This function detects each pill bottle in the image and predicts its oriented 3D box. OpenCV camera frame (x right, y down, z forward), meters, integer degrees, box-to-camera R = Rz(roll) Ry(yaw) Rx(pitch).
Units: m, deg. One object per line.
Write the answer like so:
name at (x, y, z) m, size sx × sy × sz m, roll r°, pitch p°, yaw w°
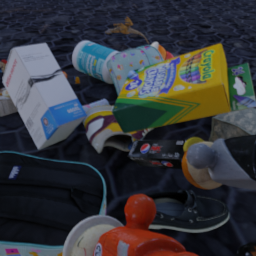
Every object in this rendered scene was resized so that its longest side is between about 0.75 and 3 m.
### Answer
pill bottle at (-0.985, -2.554, 11.157) m, size 2.325 × 1.288 × 1.288 m, roll 25°, pitch 42°, yaw 24°

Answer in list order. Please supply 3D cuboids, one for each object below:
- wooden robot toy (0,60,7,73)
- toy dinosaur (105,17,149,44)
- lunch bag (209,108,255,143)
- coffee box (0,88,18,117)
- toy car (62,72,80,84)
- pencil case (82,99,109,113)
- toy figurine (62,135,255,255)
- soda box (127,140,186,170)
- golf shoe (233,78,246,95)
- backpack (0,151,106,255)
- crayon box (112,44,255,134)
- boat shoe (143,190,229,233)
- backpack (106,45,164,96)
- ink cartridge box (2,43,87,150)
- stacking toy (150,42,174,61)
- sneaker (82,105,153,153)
wooden robot toy at (-4.970, -2.542, 11.919) m, size 0.652 × 0.633 × 1.436 m, roll -17°, pitch 37°, yaw -41°
toy dinosaur at (0.002, -3.537, 10.084) m, size 1.635 × 0.494 × 0.868 m, roll 11°, pitch -9°, yaw 5°
lunch bag at (3.349, 0.112, 7.664) m, size 1.388 × 0.995 × 1.692 m, roll -28°, pitch 39°, yaw -35°
coffee box at (-4.186, -0.890, 9.454) m, size 1.497 × 0.597 × 0.856 m, roll -22°, pitch 40°, yaw -29°
toy car at (-2.384, -2.108, 11.457) m, size 1.017 × 0.338 × 0.499 m, roll 8°, pitch 36°, yaw 13°
pencil case at (-1.116, -0.641, 9.262) m, size 1.004 × 0.417 × 0.455 m, roll -21°, pitch 28°, yaw -28°
toy figurine at (1.082, 1.713, 3.272) m, size 2.951 × 2.997 × 2.085 m, roll -36°, pitch 8°, yaw -27°
soda box at (0.759, 0.616, 6.570) m, size 1.549 × 0.548 × 0.491 m, roll -2°, pitch 57°, yaw 45°
golf shoe at (3.222, -1.401, 10.036) m, size 1.280 × 1.053 × 2.796 m, roll -20°, pitch 36°, yaw -1°
backpack at (-1.479, 1.540, 4.933) m, size 2.241 × 1.718 × 1.970 m, roll -1°, pitch 35°, yaw 5°
crayon box at (1.145, -0.891, 5.982) m, size 2.711 × 0.699 × 1.704 m, roll -11°, pitch 36°, yaw 25°
boat shoe at (1.071, 1.602, 5.755) m, size 2.108 × 0.699 × 0.788 m, roll 2°, pitch 35°, yaw 3°
backpack at (0.347, -1.857, 9.301) m, size 1.854 × 1.421 × 1.630 m, roll -21°, pitch 79°, yaw 1°
ink cartridge box at (-2.292, -0.810, 7.451) m, size 0.957 × 1.643 × 2.272 m, roll -25°, pitch 83°, yaw -40°
stacking toy at (1.627, -2.360, 11.192) m, size 2.071 × 1.513 × 1.513 m, roll 21°, pitch 34°, yaw -8°
sneaker at (0.240, 0.021, 7.873) m, size 2.906 × 1.089 × 1.309 m, roll -10°, pitch 56°, yaw -22°
